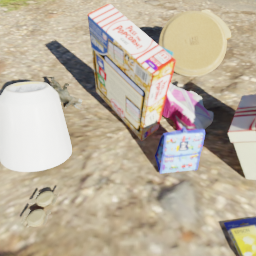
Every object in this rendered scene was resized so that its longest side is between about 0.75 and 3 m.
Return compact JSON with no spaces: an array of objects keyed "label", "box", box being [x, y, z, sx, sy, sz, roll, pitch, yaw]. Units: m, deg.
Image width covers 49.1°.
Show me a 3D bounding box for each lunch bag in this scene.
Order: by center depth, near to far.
[{"label":"lunch bag","box":[1.150,0.415,6.219,0.903,1.199,0.564,-4,46,-8]}]

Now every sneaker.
[{"label":"sneaker","box":[1.471,-0.628,7.663,0.940,0.867,2.131,-22,60,-24]}]

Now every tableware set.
[{"label":"tableware set","box":[-1.750,1.646,5.668,0.544,0.165,0.823,-2,37,14]}]

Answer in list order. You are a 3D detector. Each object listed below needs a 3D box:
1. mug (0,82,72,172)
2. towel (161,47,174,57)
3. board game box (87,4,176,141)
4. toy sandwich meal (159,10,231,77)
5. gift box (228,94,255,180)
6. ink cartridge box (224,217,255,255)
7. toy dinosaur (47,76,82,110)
[{"label":"mug","box":[-2.291,-0.179,6.359,1.995,1.638,1.598,17,30,32]},{"label":"towel","box":[0.680,-2.308,9.355,1.459,0.158,1.070,24,87,6]},{"label":"board game box","box":[-0.021,-1.122,6.516,0.616,2.661,2.015,-35,69,-19]},{"label":"toy sandwich meal","box":[2.269,-2.955,9.832,2.542,0.870,2.542,0,87,2]},{"label":"gift box","box":[3.260,0.025,5.933,1.747,1.631,1.612,-10,32,36]},{"label":"ink cartridge box","box":[2.328,2.030,5.233,0.779,0.185,0.788,-7,44,-8]},{"label":"toy dinosaur","box":[-2.020,-1.029,8.153,1.422,0.727,0.547,29,50,24]}]
